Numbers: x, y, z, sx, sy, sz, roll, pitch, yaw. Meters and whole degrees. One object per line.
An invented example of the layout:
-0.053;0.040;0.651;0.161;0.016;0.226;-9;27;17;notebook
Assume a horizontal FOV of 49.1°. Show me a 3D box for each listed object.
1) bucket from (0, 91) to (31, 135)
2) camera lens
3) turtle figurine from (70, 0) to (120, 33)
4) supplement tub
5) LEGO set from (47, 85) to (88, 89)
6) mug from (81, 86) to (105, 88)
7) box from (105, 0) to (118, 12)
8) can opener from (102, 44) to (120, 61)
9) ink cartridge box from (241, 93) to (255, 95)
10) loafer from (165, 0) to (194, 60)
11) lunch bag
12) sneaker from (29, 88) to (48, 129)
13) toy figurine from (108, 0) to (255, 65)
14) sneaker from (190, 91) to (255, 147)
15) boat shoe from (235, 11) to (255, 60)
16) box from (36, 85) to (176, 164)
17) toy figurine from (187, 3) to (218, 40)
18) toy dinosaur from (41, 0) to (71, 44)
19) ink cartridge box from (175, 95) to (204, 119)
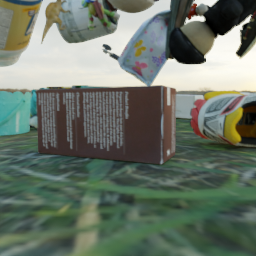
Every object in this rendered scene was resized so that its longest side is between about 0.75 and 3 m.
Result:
-3.093;-0.379;6.745;1.535;0.999;1.535;-1;6;0;bucket
-1.438;-3.974;10.040;1.942;1.553;1.553;-11;3;16;camera lens
-1.002;-3.543;8.952;1.261;0.936;1.301;21;-45;-22;turtle figurine
-2.780;-2.512;6.091;1.476;1.476;2.040;-5;-34;-40;supplement tub
-2.584;-0.843;11.968;2.412;1.398;1.855;0;-24;-31;LEGO set
-0.911;-0.827;9.842;1.610;1.212;1.960;-1;7;-22;mug
-0.033;-3.764;7.563;0.770;0.576;1.537;-14;32;28;box
-0.619;-3.147;11.915;1.196;0.398;0.315;25;4;-41;can opener
3.723;-0.734;9.975;0.591;1.027;1.754;-5;7;-31;ink cartridge box
1.402;-2.728;7.471;0.661;2.101;0.755;2;47;0;loafer
0.927;-3.158;10.733;1.721;2.707;2.295;30;12;-13;lunch bag
-2.496;-0.609;8.275;1.115;1.146;2.878;-5;7;-39;sneaker
0.629;-2.621;4.283;1.945;2.752;2.796;-41;-32;24;toy figurine
2.606;-0.123;4.836;2.875;1.119;1.181;-9;16;-13;sneaker
3.368;-2.637;7.584;0.601;0.702;1.919;37;-22;13;boat shoe
-0.335;-0.096;4.031;1.954;0.978;0.732;3;7;25;box
2.072;-2.939;7.916;0.790;1.118;1.136;11;24;42;toy figurine
-2.102;-3.121;7.906;0.495;1.700;0.859;28;6;14;toy dinosaur
2.725;-0.972;12.504;1.682;1.013;2.315;6;10;40;ink cartridge box
